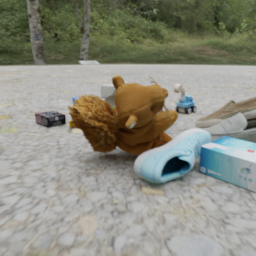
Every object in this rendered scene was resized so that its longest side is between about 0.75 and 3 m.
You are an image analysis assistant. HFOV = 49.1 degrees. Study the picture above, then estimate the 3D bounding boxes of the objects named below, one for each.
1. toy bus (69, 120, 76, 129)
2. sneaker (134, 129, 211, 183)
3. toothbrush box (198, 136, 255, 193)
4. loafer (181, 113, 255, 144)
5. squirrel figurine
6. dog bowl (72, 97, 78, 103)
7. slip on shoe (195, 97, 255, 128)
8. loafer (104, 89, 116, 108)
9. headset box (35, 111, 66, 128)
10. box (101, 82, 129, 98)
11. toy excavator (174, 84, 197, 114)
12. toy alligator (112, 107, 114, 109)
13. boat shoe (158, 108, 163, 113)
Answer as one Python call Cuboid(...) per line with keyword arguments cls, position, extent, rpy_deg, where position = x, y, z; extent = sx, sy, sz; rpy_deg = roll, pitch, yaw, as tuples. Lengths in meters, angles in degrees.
Cuboid(cls="toy bus", position=(-1.584, -0.178, 9.667), extent=(0.860, 0.280, 0.336), rpy_deg=(-2, 26, -1))
Cuboid(cls="sneaker", position=(1.188, 0.668, 5.992), extent=(2.093, 0.774, 0.858), rpy_deg=(-25, 28, -27))
Cuboid(cls="toothbrush box", position=(2.438, 0.734, 5.958), extent=(1.087, 0.634, 1.485), rpy_deg=(-14, 23, -40))
Cuboid(cls="loafer", position=(2.825, 0.093, 7.469), extent=(2.865, 1.000, 1.002), rpy_deg=(0, 14, -3))
Cuboid(cls="squirrel figurine", position=(-0.097, -0.188, 6.312), extent=(2.414, 1.709, 2.253), rpy_deg=(-14, -13, 4))
Cuboid(cls="dog bowl", position=(-2.361, -1.403, 14.172), extent=(0.967, 0.240, 0.539), rpy_deg=(-4, 17, -16))
Cuboid(cls="slip on shoe", position=(2.997, -0.445, 8.056), extent=(2.264, 0.686, 0.861), rpy_deg=(-14, -12, 39))
Cuboid(cls="loafer", position=(-0.589, -1.151, 12.592), extent=(0.708, 0.639, 1.871), rpy_deg=(19, 37, 14))
Cuboid(cls="headset box", position=(-2.846, -0.337, 10.150), extent=(1.002, 0.387, 0.746), rpy_deg=(14, 20, 43))
Cuboid(cls="box", position=(-0.716, -2.198, 16.076), extent=(0.864, 0.719, 2.103), rpy_deg=(6, 17, 22))
Cuboid(cls="toy excavator", position=(2.309, -1.223, 11.654), extent=(1.237, 1.272, 0.635), rpy_deg=(-15, 21, -43))
Cuboid(cls="toy alligator", position=(-0.206, -0.470, 10.074), extent=(2.306, 0.764, 0.554), rpy_deg=(-7, 54, -12))
Cuboid(cls="boat shoe", position=(0.504, -0.302, 8.793), extent=(1.117, 1.059, 2.951), rpy_deg=(4, 16, 13))
